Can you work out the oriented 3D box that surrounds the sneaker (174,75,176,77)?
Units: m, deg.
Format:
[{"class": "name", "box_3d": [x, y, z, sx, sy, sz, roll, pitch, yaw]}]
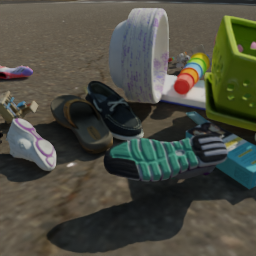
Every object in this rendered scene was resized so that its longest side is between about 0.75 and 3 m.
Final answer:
[{"class": "sneaker", "box_3d": [1.740, -1.886, 10.822, 0.776, 0.349, 0.304, 12, 31, 21]}]

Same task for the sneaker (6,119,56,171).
[{"class": "sneaker", "box_3d": [-2.215, 0.500, 6.366, 1.564, 0.779, 0.586, 42, 16, 25]}]

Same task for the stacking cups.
[{"class": "stacking cups", "box_3d": [2.209, -1.824, 9.544, 0.778, 0.778, 2.573, 11, 34, 19]}]

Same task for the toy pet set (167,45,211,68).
[{"class": "toy pet set", "box_3d": [2.744, -2.958, 12.544, 1.692, 0.962, 1.812, -21, 10, 19]}]

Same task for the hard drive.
[{"class": "hard drive", "box_3d": [2.142, -1.221, 9.559, 2.686, 0.341, 1.772, 14, 34, 24]}]

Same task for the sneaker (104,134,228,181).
[{"class": "sneaker", "box_3d": [0.668, 0.728, 5.151, 2.213, 0.969, 0.824, -4, 52, -6]}]

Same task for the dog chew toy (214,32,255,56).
[{"class": "dog chew toy", "box_3d": [4.104, -2.670, 10.331, 1.648, 1.648, 2.646, 1, 62, 1]}]

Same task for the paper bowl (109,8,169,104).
[{"class": "paper bowl", "box_3d": [0.329, -2.104, 8.294, 1.392, 2.677, 2.677, 8, 30, 14]}]

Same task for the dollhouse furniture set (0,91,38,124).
[{"class": "dollhouse furniture set", "box_3d": [-3.072, -0.677, 7.756, 0.908, 0.640, 0.636, -20, 36, 15]}]

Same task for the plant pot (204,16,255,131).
[{"class": "plant pot", "box_3d": [3.251, -1.274, 7.317, 2.316, 2.112, 2.328, 15, 42, 0]}]

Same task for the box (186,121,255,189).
[{"class": "box", "box_3d": [2.205, 0.518, 6.252, 0.779, 0.465, 1.893, -23, 36, -24]}]

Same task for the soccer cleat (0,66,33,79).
[{"class": "soccer cleat", "box_3d": [-4.635, -2.192, 11.353, 1.488, 0.496, 0.569, 3, 51, 0]}]

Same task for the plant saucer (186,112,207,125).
[{"class": "plant saucer", "box_3d": [2.043, -0.235, 8.106, 0.328, 0.089, 0.937, -10, 31, -17]}]

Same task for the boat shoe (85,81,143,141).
[{"class": "boat shoe", "box_3d": [-0.491, -0.562, 7.879, 1.040, 0.830, 2.751, -14, 33, -33]}]

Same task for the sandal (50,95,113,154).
[{"class": "sandal", "box_3d": [-1.264, -0.291, 7.234, 1.030, 0.688, 2.521, -27, 45, -17]}]

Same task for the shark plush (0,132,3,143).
[{"class": "shark plush", "box_3d": [-3.824, -0.057, 7.375, 0.705, 0.769, 1.693, -23, 66, -43]}]

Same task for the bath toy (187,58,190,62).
[{"class": "bath toy", "box_3d": [2.942, -3.117, 13.135, 0.336, 0.285, 0.772, -32, 25, 14]}]
